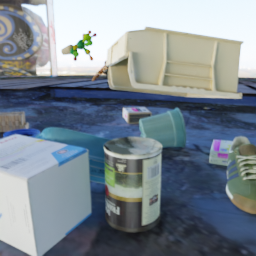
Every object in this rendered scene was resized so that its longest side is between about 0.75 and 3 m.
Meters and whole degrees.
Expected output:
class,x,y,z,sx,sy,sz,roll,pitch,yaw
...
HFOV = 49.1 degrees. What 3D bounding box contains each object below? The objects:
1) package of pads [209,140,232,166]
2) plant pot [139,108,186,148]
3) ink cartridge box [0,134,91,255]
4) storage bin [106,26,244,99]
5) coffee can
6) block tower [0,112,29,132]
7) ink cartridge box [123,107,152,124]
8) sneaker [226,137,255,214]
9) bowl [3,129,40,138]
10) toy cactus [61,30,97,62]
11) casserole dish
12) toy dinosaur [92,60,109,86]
class,x,y,z,sx,sy,sz,roll,pitch,yaw
package of pads,3.200,0.779,8.881,1.082,0.478,1.401,5,16,19
plant pot,1.170,0.101,9.955,1.409,1.439,1.439,-9,15,-4
ink cartridge box,-2.116,1.121,5.512,2.339,1.465,1.503,8,19,30
storage bin,0.865,-1.378,6.534,2.484,1.173,2.502,3,7,-13
coffee can,0.095,1.074,5.605,1.137,1.554,1.137,0,15,0
block tower,-5.859,-0.241,12.215,2.777,0.803,0.750,-1,15,-9
ink cartridge box,0.437,-0.654,14.225,1.216,0.554,1.476,-2,16,-11
sneaker,2.857,0.959,6.866,0.851,1.140,2.538,3,15,13
bowl,-4.173,0.330,11.029,1.352,0.265,1.352,0,15,0
toy cactus,-1.425,-2.284,8.069,1.056,0.655,1.280,-9,47,24
casserole dish,-0.905,0.789,6.661,2.720,1.648,0.528,14,57,-8
toy dinosaur,-0.808,-2.282,11.513,1.417,0.962,0.724,-29,6,14
